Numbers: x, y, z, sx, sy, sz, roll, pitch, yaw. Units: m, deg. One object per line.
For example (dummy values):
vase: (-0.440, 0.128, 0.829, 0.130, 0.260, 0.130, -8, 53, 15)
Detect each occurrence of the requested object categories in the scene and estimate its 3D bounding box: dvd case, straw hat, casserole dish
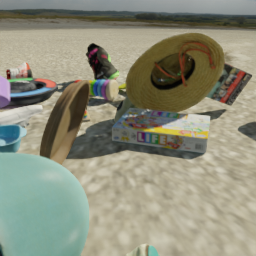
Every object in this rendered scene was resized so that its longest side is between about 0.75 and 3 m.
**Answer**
dvd case: (2.880, -1.399, 8.647, 1.616, 1.180, 0.178, 14, 31, -24)
straw hat: (1.223, -1.771, 8.068, 2.842, 2.842, 1.203, -4, 50, -9)
casserole dish: (-3.405, 0.380, 6.395, 2.107, 0.409, 1.276, -8, 25, -16)

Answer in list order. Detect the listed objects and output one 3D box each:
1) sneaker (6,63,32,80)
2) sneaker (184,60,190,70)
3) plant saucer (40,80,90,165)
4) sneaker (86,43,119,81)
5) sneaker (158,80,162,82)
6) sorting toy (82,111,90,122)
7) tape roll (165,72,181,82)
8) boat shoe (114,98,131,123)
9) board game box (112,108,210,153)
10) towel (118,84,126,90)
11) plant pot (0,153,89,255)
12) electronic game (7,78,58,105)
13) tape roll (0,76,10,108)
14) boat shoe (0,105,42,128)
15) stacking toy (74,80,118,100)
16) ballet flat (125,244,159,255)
sneaker: (-5.163, -2.638, 13.092, 1.041, 0.649, 1.942, -8, 27, -25)
sneaker: (2.239, -1.858, 10.348, 1.110, 1.167, 2.944, -21, 6, 34)
plant saucer: (-1.233, -0.065, 5.524, 0.286, 1.939, 1.939, 22, 25, 0)
sneaker: (-1.239, -2.645, 11.710, 1.134, 1.238, 2.955, -39, 38, 10)
sneaker: (1.258, -1.943, 10.972, 1.998, 1.050, 0.757, 2, 23, 6)
sorting toy: (-1.572, -0.429, 8.427, 0.770, 0.270, 0.775, -6, 24, -14)
tape roll: (0.887, -1.589, 9.441, 1.955, 0.470, 1.955, -25, 42, 24)
boat shoe: (-0.195, -0.505, 8.199, 0.310, 0.829, 0.275, 25, -9, -23)
board game box: (0.909, 0.000, 7.277, 2.277, 0.390, 1.531, 7, 24, 15)
towel: (0.078, -1.641, 10.997, 1.162, 0.105, 0.500, 6, 33, 47)
plant pot: (-1.308, 1.112, 3.101, 1.839, 1.839, 1.476, 13, 11, 27)
electronic game: (-3.996, -1.459, 10.470, 2.670, 0.556, 2.670, 0, 23, 0)
tape roll: (-4.540, -1.082, 8.331, 1.870, 0.614, 1.870, -6, -12, -1)
boat shoe: (-3.048, -0.236, 7.647, 0.575, 0.548, 1.598, -7, 11, 43)
stacking toy: (-1.265, -1.464, 10.203, 1.713, 0.731, 0.731, 10, 25, 22)
ballet flat: (0.138, 1.900, 2.958, 0.466, 0.504, 1.494, -26, 16, 11)
